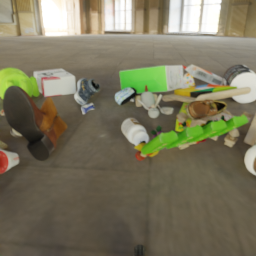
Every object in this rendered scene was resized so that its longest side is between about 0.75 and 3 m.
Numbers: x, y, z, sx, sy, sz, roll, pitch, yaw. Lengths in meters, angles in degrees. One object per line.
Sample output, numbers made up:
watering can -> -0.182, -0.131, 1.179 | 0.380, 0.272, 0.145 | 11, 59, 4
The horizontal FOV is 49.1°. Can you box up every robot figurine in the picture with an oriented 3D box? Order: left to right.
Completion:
robot figurine -> -5.268, -1.939, 12.879 | 2.219, 1.463, 2.530 | -13, 27, -28

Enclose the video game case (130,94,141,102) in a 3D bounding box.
video game case -> 0.326, -1.441, 13.403 | 0.887, 0.113, 0.802 | -18, 29, -39

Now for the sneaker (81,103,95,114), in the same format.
sneaker -> -1.643, -0.857, 11.680 | 0.444, 0.311, 0.769 | -12, 19, 16

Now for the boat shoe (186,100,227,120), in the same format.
boat shoe -> 2.438, -0.640, 8.648 | 1.696, 0.610, 0.577 | -13, -7, -45

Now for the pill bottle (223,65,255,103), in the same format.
pill bottle -> 5.448, -2.262, 13.631 | 1.437, 1.437, 2.706 | 4, 24, 8

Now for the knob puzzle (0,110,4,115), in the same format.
knob puzzle -> -4.967, -0.713, 11.697 | 0.903, 0.125, 0.903 | 0, 23, 0

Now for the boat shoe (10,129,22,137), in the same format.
boat shoe -> -3.633, 0.091, 9.277 | 0.376, 0.454, 1.265 | -36, 14, 4

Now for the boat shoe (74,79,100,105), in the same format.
boat shoe -> -1.796, -1.924, 13.102 | 1.046, 0.815, 2.304 | -36, 26, 18

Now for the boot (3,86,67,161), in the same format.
boot -> -2.637, -0.504, 8.575 | 0.830, 2.283, 2.425 | -24, 22, 13

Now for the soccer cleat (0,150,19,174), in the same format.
soccer cleat -> -4.031, 0.890, 7.236 | 2.388, 0.820, 1.017 | -4, -1, 9

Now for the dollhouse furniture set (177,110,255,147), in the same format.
dollhouse furniture set -> 3.258, -0.624, 9.212 | 2.478, 1.210, 2.113 | 29, 42, 26

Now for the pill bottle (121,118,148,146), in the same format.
pill bottle -> 0.227, 0.156, 8.961 | 0.635, 0.635, 1.110 | -7, 23, -16

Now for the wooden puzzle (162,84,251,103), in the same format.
wooden puzzle -> 3.248, -1.525, 12.091 | 2.676, 0.539, 2.893 | -12, 10, -20

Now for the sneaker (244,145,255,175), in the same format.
sneaker -> 3.730, 0.670, 7.570 | 2.654, 0.966, 1.124 | -3, 18, -36

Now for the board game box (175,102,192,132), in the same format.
board game box -> 2.449, -0.409, 10.529 | 1.019, 0.477, 2.005 | 7, 24, 16

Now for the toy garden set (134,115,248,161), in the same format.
toy garden set -> 1.434, 0.191, 7.395 | 2.508, 0.500, 2.090 | -12, -14, -23

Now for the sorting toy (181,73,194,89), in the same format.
sorting toy -> 3.107, -2.424, 14.973 | 0.721, 0.801, 0.428 | -26, 22, -10

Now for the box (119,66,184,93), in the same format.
box -> 1.159, -2.256, 13.253 | 2.365, 1.143, 2.087 | 0, 12, 32

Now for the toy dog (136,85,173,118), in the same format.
toy dog -> 0.917, -1.172, 11.676 | 1.289, 0.942, 1.955 | -18, 27, -24

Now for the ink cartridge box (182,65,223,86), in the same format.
ink cartridge box -> 4.227, -3.137, 15.922 | 1.828, 0.565, 2.254 | 19, 25, -14

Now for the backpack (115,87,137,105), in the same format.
backpack -> -0.143, -1.339, 11.944 | 0.677, 0.718, 0.880 | 39, 69, 1

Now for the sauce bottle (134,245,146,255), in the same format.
sauce bottle -> 0.184, 2.291, 4.437 | 0.319, 0.319, 0.985 | 1, 25, 3

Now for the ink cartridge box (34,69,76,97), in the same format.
ink cartridge box -> -3.859, -2.388, 14.575 | 1.605, 0.922, 2.211 | -13, 26, -27

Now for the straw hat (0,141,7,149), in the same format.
straw hat -> -4.602, -0.106, 8.158 | 2.250, 0.952, 2.250 | 13, 0, 0
